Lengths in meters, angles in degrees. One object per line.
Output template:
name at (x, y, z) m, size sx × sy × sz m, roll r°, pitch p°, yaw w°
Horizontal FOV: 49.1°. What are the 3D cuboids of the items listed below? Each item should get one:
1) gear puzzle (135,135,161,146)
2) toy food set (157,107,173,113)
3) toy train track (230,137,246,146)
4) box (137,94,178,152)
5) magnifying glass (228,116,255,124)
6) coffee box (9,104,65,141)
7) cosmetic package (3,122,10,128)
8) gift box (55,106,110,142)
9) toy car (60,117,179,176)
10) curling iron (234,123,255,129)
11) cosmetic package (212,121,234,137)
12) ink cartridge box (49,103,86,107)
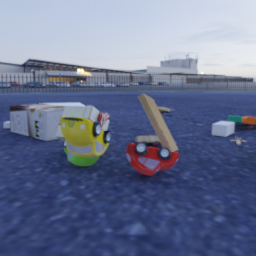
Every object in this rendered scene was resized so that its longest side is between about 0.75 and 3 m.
gear puzzle at (0.617, 0.376, 8.334) m, size 0.789 × 0.200 × 1.524 m, roll -1°, pitch 6°, yaw 3°
toy food set at (1.985, -1.048, 16.908) m, size 1.100 × 0.320 × 1.594 m, roll 16°, pitch 12°, yaw 38°
toy train track at (3.305, 0.380, 8.393) m, size 0.461 × 0.131 × 0.804 m, roll 3°, pitch 10°, yaw 20°
box at (0.704, -0.072, 6.303) m, size 0.148 × 1.388 × 1.134 m, roll -28°, pitch -9°, yaw 14°
magnifying glass at (4.690, -0.327, 11.231) m, size 1.154 × 0.325 × 2.898 m, roll 8°, pitch 6°, yaw 14°
coffee box at (-2.913, -0.270, 9.714) m, size 2.452 × 0.977 × 1.402 m, roll 8°, pitch 12°, yaw 41°
cosmetic package at (-4.335, -0.109, 11.017) m, size 0.980 × 0.248 × 0.405 m, roll 1°, pitch 9°, yaw 6°
gift box at (-1.056, 0.007, 7.191) m, size 1.025 × 1.013 × 1.098 m, roll 4°, pitch -17°, yaw 29°
toy car at (-0.576, 0.493, 5.474) m, size 2.467 × 0.550 × 2.321 m, roll 22°, pitch -19°, yaw -35°
curling iron at (4.591, -0.097, 10.843) m, size 1.796 × 0.230 × 0.445 m, roll -8°, pitch 48°, yaw -22°
cosmetic package at (3.311, 0.018, 9.735) m, size 0.515 × 0.406 × 0.957 m, roll 8°, pitch 13°, yaw 36°
ink cartridge box at (-3.041, -0.685, 13.962) m, size 2.289 × 0.708 × 2.823 m, roll -4°, pitch 19°, yaw -28°
